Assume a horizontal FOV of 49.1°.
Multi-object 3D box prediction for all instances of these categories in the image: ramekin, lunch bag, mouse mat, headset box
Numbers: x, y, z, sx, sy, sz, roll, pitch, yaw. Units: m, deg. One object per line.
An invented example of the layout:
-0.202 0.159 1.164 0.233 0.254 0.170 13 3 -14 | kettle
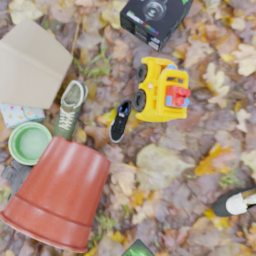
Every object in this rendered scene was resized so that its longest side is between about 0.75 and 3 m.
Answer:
-3.184 0.538 9.383 1.380 0.674 1.380 0 84 -5 | ramekin
-3.570 -0.634 9.545 1.286 0.784 1.095 -19 81 -6 | lunch bag
0.410 4.385 9.222 0.924 0.043 1.148 -45 85 -6 | mouse mat
1.014 -4.134 9.935 1.821 0.970 2.091 36 84 5 | headset box

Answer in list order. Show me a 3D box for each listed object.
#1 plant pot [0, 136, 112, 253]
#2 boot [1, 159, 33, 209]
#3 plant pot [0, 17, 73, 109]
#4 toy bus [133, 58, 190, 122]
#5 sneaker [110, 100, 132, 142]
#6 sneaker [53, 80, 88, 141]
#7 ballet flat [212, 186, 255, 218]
-1.907 1.838 8.405 2.727 2.727 2.653 23 75 3 | plant pot
-3.816 1.905 9.356 1.122 0.595 1.705 32 72 7 | boot
-2.941 -1.801 8.804 1.841 2.077 2.079 26 127 -15 | plant pot
1.222 -1.243 8.775 1.430 2.024 2.108 4 89 -25 | toy bus
-0.290 -0.268 9.466 0.540 0.827 1.479 18 82 4 | sneaker
-2.038 -0.556 9.395 0.779 1.043 2.323 19 83 3 | sneaker
3.822 2.342 9.147 2.170 0.742 0.738 -23 84 -3 | ballet flat
